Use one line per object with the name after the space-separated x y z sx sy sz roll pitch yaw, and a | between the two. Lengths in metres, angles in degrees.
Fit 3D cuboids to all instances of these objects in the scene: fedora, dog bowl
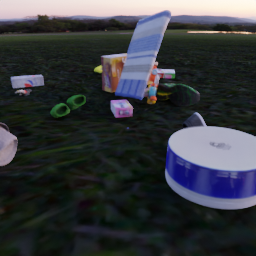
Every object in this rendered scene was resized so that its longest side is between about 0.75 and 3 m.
-2.522 0.422 5.373 0.494 0.967 1.093 22 23 8 | fedora
1.590 0.618 5.049 1.797 0.708 1.797 0 22 0 | dog bowl

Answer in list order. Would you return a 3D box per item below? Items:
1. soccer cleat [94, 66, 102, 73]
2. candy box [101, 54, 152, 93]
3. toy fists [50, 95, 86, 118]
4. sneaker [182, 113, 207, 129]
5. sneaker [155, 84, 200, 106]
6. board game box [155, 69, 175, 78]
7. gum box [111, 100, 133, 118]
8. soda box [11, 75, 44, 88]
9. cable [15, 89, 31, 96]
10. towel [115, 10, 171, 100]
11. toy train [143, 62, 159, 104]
-1.084 -3.152 14.385 1.567 0.655 0.506 -17 28 -35 | soccer cleat
0.011 -2.325 11.445 2.307 1.346 0.651 -18 28 -35 | candy box
-1.761 -0.645 8.275 1.106 0.380 0.564 -34 22 -19 | toy fists
1.557 0.186 6.149 0.491 0.991 0.350 -28 -14 -11 | sneaker
1.728 -1.249 9.634 0.783 0.717 1.838 -16 27 -35 | sneaker
1.652 -2.662 13.714 1.243 0.251 0.951 3 22 7 | board game box
-0.202 -0.595 8.571 0.513 0.299 0.903 -5 23 -12 | gum box
-4.236 -1.966 11.807 1.265 0.401 0.432 -10 24 -22 | soda box
-3.877 -1.401 10.655 0.430 0.223 0.886 4 23 10 | cable
0.456 -2.400 9.483 0.349 2.936 2.156 17 2 -25 | towel
0.715 -1.481 9.276 0.459 1.238 1.649 6 24 2 | toy train
